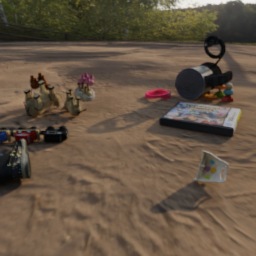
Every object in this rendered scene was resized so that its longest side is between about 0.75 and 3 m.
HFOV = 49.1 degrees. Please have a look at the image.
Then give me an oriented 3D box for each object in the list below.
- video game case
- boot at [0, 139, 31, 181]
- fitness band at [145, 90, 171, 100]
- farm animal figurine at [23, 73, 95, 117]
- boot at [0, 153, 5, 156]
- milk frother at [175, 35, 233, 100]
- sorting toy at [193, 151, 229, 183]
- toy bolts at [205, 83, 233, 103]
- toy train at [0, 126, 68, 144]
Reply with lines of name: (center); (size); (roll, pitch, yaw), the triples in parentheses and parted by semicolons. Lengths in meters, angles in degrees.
video game case: (2.868, -0.429, 10.890); (2.655, 0.339, 2.400); (10, 24, 24)
boot: (-3.269, 0.869, 7.239); (1.362, 0.651, 1.804); (-11, 24, -20)
fitness band: (1.525, -1.679, 14.169); (1.086, 0.283, 1.513); (14, 25, 37)
farm animal figurine: (-2.812, -1.260, 11.902); (2.778, 1.397, 2.243); (1, 40, -5)
boot: (-3.745, 0.933, 7.598); (0.970, 0.328, 0.633); (4, 26, 29)
milk frother: (3.714, -3.054, 14.023); (2.367, 2.623, 2.467); (-21, 4, 41)
sorting toy: (2.067, 1.028, 6.823); (0.686, 0.762, 0.407); (12, -11, 39)
toy bolts: (4.477, -1.808, 13.605); (1.223, 0.888, 1.280); (-11, 24, -25)
toy train: (-3.329, 0.268, 9.049); (2.755, 0.470, 0.631); (-1, 34, -5)
